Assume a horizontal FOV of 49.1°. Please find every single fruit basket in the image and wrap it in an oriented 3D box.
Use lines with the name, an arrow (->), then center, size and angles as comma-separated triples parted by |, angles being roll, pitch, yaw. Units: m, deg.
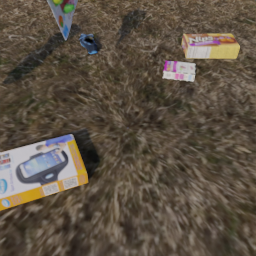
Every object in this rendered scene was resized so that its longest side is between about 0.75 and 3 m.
fruit basket -> -1.612, -3.378, 6.790 | 0.839, 1.789, 1.657 | -4, 57, 15

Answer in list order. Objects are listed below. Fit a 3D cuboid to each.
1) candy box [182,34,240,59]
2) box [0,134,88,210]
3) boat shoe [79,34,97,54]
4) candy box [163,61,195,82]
candy box -> 2.930, -2.967, 10.114 | 1.808, 0.510, 1.055 | 1, 43, -1
box -> -2.046, 0.919, 6.040 | 2.096, 0.435, 1.248 | -14, 45, -18
boat shoe -> -1.432, -3.246, 10.446 | 0.556, 0.454, 1.322 | -22, 47, -22
candy box -> 1.651, -1.841, 9.058 | 0.997, 0.304, 0.680 | 8, 44, 8
